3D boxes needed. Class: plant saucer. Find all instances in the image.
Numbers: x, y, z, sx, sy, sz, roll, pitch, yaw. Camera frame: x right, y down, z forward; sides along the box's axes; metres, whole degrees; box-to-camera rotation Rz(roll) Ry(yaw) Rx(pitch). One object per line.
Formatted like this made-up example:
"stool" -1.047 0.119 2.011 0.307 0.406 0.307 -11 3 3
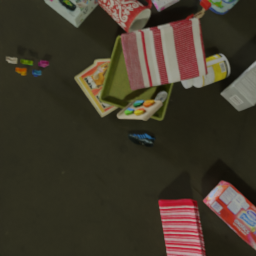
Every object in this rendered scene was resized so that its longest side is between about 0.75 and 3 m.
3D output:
"plant saucer" 0.416 -1.867 10.977 2.625 0.628 2.621 17 86 -11

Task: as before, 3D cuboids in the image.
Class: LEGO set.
"LEGO set" -3.992 -2.356 11.106 1.561 0.641 0.595 3 86 -20

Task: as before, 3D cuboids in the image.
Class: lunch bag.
"lunch bag" 3.985 -6.373 11.508 2.282 1.171 2.839 38 85 3

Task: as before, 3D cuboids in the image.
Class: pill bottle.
"pill bottle" 2.993 -2.180 11.055 1.758 0.985 0.985 -20 84 -3

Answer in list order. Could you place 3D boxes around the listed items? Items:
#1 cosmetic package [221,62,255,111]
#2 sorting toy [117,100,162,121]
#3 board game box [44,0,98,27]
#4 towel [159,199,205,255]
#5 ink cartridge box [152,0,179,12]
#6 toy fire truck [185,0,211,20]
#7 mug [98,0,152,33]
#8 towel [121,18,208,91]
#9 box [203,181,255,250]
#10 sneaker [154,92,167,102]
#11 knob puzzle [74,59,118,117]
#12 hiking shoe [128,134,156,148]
"cosmetic package" 5.098 -1.957 10.871 1.185 1.404 2.628 45 84 4
"sorting toy" 0.398 -0.684 10.002 1.200 1.296 0.236 -43 127 -36
"board game box" -2.046 -5.782 11.635 1.858 0.810 2.519 39 84 4
"towel" 1.935 3.727 10.272 1.609 0.250 2.225 -12 85 40
"ink cartridge box" 1.315 -5.934 11.872 1.040 0.366 1.744 -29 87 -4
"toy fire truck" 2.672 -4.325 10.956 1.031 1.462 0.356 -42 83 4
"mug" -0.098 -4.916 11.472 1.907 1.272 1.693 43 46 9
"towel" 1.331 -2.696 10.372 2.946 0.335 2.122 -10 101 7
"box" 4.082 3.187 10.373 2.287 1.092 1.140 43 88 4
"sneaker" 1.160 -0.994 10.828 0.363 0.398 0.972 34 122 -18
"knob puzzle" -0.690 -1.855 11.265 2.478 0.344 2.478 0 82 -2
"hiking shoe" 0.534 0.426 11.149 1.092 0.406 0.473 19 54 8
